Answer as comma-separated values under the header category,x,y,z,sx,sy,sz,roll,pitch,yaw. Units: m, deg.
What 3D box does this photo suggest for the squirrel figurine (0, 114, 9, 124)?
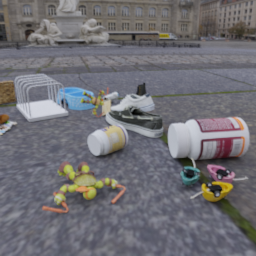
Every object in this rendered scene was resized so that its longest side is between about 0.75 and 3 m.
category,x,y,z,sx,sy,sz,roll,pitch,yaw
squirrel figurine,-5.929,-0.904,10.787,1.472,1.942,2.080,-5,18,9

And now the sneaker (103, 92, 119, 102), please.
category,x,y,z,sx,sy,sz,roll,pitch,yaw
sneaker,-0.907,-1.595,14.845,1.034,0.396,0.418,-12,19,43

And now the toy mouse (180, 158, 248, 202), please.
category,x,y,z,sx,sy,sz,roll,pitch,yaw
toy mouse,2.056,1.342,7.376,1.946,0.376,1.729,-6,22,-17

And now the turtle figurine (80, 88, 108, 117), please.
category,x,y,z,sx,sy,sz,roll,pitch,yaw
turtle figurine,-1.492,-1.268,12.482,1.134,1.406,0.453,19,1,-24

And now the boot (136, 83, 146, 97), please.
category,x,y,z,sx,sy,sz,roll,pitch,yaw
boot,0.445,-1.693,14.250,0.539,0.962,1.391,8,25,36

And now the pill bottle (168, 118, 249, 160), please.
category,x,y,z,sx,sy,sz,roll,pitch,yaw
pill bottle,2.453,0.348,8.765,2.208,1.261,1.261,-3,21,-8

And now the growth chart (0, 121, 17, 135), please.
category,x,y,z,sx,sy,sz,roll,pitch,yaw
growth chart,-5.332,0.061,11.075,1.306,0.160,1.804,8,24,22

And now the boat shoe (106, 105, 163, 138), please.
category,x,y,z,sx,sy,sz,roll,pitch,yaw
boat shoe,0.228,-0.443,11.318,2.867,0.913,1.014,17,27,38

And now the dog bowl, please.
category,x,y,z,sx,sy,sz,roll,pitch,yaw
dog bowl,-2.758,-1.582,14.701,1.457,0.648,2.614,-18,27,-37

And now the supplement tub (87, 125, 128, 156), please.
category,x,y,z,sx,sy,sz,roll,pitch,yaw
supplement tub,-0.663,0.407,9.185,1.144,0.832,0.832,-18,27,-39

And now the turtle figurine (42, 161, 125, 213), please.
category,x,y,z,sx,sy,sz,roll,pitch,yaw
turtle figurine,-1.227,1.349,6.964,2.028,0.653,1.635,-11,23,-26

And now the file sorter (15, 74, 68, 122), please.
category,x,y,z,sx,sy,sz,roll,pitch,yaw
file sorter,-4.166,-1.499,13.189,1.768,1.586,2.547,-13,25,-30

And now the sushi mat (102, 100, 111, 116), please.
category,x,y,z,sx,sy,sz,roll,pitch,yaw
sushi mat,-1.016,-0.943,13.072,0.438,0.055,0.915,-21,44,17

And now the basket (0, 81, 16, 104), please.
category,x,y,z,sx,sy,sz,roll,pitch,yaw
basket,-6.958,-1.947,14.908,1.602,1.194,1.144,-18,27,-37

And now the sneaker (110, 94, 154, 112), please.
category,x,y,z,sx,sy,sz,roll,pitch,yaw
sneaker,0.091,-1.093,12.660,2.344,0.830,0.856,-7,13,30
